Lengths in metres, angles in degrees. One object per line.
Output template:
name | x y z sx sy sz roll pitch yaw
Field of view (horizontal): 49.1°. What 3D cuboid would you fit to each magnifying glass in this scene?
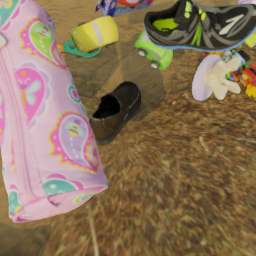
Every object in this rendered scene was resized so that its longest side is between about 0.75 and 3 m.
magnifying glass | -2.207 -3.078 10.655 2.424 0.965 0.271 -3 47 11

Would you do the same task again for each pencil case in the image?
pencil case | -1.215 -0.304 3.607 1.237 1.237 2.830 -16 74 -16
pencil case | 2.836 -3.196 5.925 0.948 2.260 0.966 -6 4 -11

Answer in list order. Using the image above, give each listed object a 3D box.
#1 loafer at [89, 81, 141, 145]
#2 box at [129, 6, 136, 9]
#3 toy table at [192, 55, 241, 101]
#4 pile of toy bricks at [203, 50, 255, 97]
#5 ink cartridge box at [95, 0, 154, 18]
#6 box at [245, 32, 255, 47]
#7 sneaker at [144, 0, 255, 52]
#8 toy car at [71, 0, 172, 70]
loafer | -0.301 -0.630 7.973 0.951 0.930 2.606 15 46 15
box | 0.072 -3.489 6.821 0.726 0.887 0.382 11 48 -39
toy table | 2.021 -1.121 6.307 0.679 1.066 1.159 16 84 48
pile of toy bricks | 3.193 -1.906 9.265 1.271 1.429 2.575 -36 57 12
ink cartridge box | -0.150 -4.316 9.076 2.088 0.797 1.424 -19 3 -11
box | 3.470 -2.989 8.110 0.270 0.690 1.131 -4 57 -51
sneaker | 1.155 -1.739 4.700 1.976 0.819 0.700 6 79 28
toy car | 0.228 -1.979 5.582 0.498 2.102 2.233 7 65 59
